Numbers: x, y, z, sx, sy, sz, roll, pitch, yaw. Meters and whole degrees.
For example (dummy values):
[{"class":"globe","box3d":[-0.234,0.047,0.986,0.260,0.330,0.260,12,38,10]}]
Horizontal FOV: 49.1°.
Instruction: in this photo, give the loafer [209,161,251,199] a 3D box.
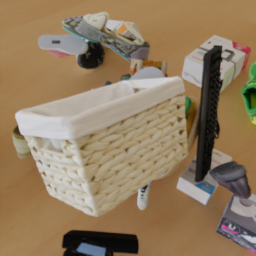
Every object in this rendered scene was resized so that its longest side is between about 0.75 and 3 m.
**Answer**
[{"class":"loafer","box3d":[2.080,1.054,5.711,0.638,1.774,0.559,-26,82,8]}]

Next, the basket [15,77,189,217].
[{"class":"basket","box3d":[-0.311,0.154,5.105,2.634,1.625,1.785,-24,20,-39]}]

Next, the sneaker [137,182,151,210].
[{"class":"sneaker","box3d":[0.331,1.459,6.251,0.271,0.273,0.753,9,87,26]}]

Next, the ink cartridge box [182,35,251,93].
[{"class":"ink cartridge box","box3d":[3.235,-2.378,10.302,1.569,0.901,2.160,32,54,27]}]

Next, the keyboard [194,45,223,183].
[{"class":"keyboard","box3d":[1.904,-0.341,6.364,0.304,2.948,1.873,9,26,23]}]

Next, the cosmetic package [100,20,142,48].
[{"class":"cosmetic package","box3d":[-0.391,-3.308,9.995,0.840,0.590,1.656,-50,42,-9]}]

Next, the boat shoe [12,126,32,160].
[{"class":"boat shoe","box3d":[-2.562,0.151,7.538,0.772,0.666,2.115,3,17,-9]}]

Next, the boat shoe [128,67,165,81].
[{"class":"boat shoe","box3d":[0.088,-0.122,6.942,0.990,2.886,0.817,26,12,8]}]

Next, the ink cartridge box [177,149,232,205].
[{"class":"ink cartridge box","box3d":[1.988,1.163,7.212,0.837,0.482,1.446,28,48,25]}]

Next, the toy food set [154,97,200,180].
[{"class":"toy food set","box3d":[0.981,0.172,6.882,0.561,2.308,2.285,27,89,-11]}]

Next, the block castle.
[{"class":"block castle","box3d":[0.525,-1.513,7.586,0.884,0.621,1.323,3,14,-7]}]

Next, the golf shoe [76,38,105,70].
[{"class":"golf shoe","box3d":[-1.573,-3.202,11.166,1.339,1.102,2.834,-1,42,23]}]

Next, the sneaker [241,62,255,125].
[{"class":"sneaker","box3d":[4.079,-1.238,8.717,0.846,0.955,2.284,-17,52,43]}]

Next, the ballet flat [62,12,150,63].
[{"class":"ballet flat","box3d":[-0.577,-2.914,8.515,2.834,1.019,1.019,25,48,-6]}]

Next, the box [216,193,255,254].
[{"class":"box","box3d":[2.835,2.110,6.132,1.423,0.816,0.940,25,52,22]}]

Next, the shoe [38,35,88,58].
[{"class":"shoe","box3d":[-2.054,-2.694,9.345,1.741,0.792,0.622,10,89,14]}]

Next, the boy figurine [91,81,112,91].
[{"class":"boy figurine","box3d":[-0.905,-0.784,8.995,0.978,0.507,1.573,41,59,-10]}]

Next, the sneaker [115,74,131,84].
[{"class":"sneaker","box3d":[0.057,-1.227,8.632,0.912,0.780,2.201,-2,21,31]}]

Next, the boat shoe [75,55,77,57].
[{"class":"boat shoe","box3d":[-2.309,-3.258,11.485,0.460,0.490,1.330,-22,49,-5]}]

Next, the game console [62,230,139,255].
[{"class":"game console","box3d":[-0.502,2.108,4.932,1.453,2.463,0.297,4,77,-1]}]
